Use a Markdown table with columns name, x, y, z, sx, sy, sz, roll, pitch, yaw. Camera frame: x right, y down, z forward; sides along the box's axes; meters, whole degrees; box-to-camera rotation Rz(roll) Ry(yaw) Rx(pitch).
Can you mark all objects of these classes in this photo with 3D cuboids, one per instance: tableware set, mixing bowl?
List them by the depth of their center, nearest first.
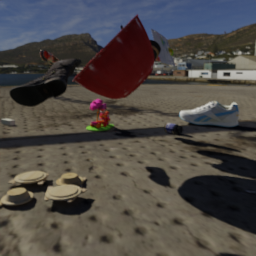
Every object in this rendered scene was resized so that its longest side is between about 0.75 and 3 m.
| name | x | y | z | sx | sy | sz | roll | pitch | yaw |
| --- | --- | --- | --- | --- | --- | --- | --- | --- | --- |
| tableware set | -1.962 | 1.410 | 6.680 | 2.077 | 0.241 | 1.735 | 0 | 11 | 3 |
| mixing bowl | -0.212 | -1.937 | 8.740 | 2.825 | 1.530 | 2.825 | -43 | 14 | 14 |

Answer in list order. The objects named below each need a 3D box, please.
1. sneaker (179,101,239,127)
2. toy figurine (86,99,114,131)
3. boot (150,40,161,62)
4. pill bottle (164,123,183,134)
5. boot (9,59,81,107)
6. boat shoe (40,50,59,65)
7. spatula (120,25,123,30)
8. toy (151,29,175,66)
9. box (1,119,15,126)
| name | x | y | z | sx | sy | sz | roll | pitch | yaw |
| --- | --- | --- | --- | --- | --- | --- | --- | --- | --- |
| sneaker | 4.118 | -0.776 | 14.397 | 2.953 | 1.193 | 1.130 | 4 | 14 | 20 |
| toy figurine | -1.305 | -0.675 | 13.440 | 1.145 | 1.404 | 1.525 | 11 | 16 | 40 |
| boot | -0.223 | -2.311 | 10.984 | 2.775 | 1.919 | 1.075 | -10 | -43 | 47 |
| pill bottle | 2.018 | 0.037 | 12.457 | 0.768 | 0.430 | 0.430 | 11 | 16 | 41 |
| boot | -1.846 | -1.108 | 6.450 | 1.485 | 0.514 | 1.293 | -11 | 36 | 11 |
| boat shoe | -2.930 | -2.620 | 10.477 | 0.337 | 0.384 | 1.078 | 4 | -8 | 13 |
| spatula | -0.251 | -4.166 | 11.954 | 0.126 | 0.348 | 1.230 | 21 | 4 | -1 |
| toy | 1.465 | -3.518 | 12.847 | 0.600 | 1.464 | 2.542 | -17 | 1 | 27 |
| box | -6.174 | -0.302 | 14.394 | 0.758 | 0.259 | 0.311 | 9 | 15 | 35 |
